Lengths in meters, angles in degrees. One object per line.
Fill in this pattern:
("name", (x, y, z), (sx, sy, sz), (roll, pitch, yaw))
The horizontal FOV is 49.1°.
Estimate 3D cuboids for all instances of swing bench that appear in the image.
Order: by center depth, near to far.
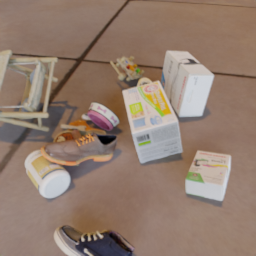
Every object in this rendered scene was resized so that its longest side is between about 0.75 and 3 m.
("swing bench", (-3.940, -1.345, 10.137), (2.432, 1.578, 2.419), (7, 67, -12))

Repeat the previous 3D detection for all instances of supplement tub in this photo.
("supplement tub", (-2.499, 1.377, 8.583), (0.971, 0.971, 1.342), (-27, 48, -28))

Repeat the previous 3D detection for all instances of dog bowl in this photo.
("dog bowl", (-0.967, -0.390, 10.465), (1.273, 1.273, 0.469), (26, 71, 27))

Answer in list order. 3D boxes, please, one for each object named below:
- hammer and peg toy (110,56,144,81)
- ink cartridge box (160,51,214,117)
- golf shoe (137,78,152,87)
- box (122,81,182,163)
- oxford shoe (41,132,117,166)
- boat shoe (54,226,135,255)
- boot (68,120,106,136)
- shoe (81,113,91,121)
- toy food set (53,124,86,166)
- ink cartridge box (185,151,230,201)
("hammer and peg toy", (-0.036, -2.783, 13.022), (1.232, 0.590, 1.675), (54, 31, 5))
("ink cartridge box", (2.295, -1.864, 11.551), (1.056, 1.830, 2.522), (-2, 34, -14))
("golf shoe", (0.845, -1.690, 12.202), (0.909, 1.037, 2.355), (-1, 39, -1))
("box", (0.792, -0.312, 9.972), (1.525, 1.374, 2.712), (-15, 38, 1))
("oxford shoe", (-1.468, 0.527, 8.879), (2.589, 0.944, 0.923), (-2, 42, -43))
("boat shoe", (-0.804, 2.760, 6.772), (2.148, 0.996, 0.802), (27, 8, 23))
("boot", (-1.562, 0.022, 10.605), (1.364, 0.480, 0.977), (-2, 34, -10))
("shoe", (-1.380, -0.436, 11.106), (0.943, 0.252, 0.330), (1, 48, -33))
("toy food set", (-2.057, 0.496, 9.705), (1.081, 0.314, 1.566), (6, 59, -2))
("ink cartridge box", (2.454, 1.399, 8.515), (1.065, 0.618, 1.471), (7, 34, 25))
